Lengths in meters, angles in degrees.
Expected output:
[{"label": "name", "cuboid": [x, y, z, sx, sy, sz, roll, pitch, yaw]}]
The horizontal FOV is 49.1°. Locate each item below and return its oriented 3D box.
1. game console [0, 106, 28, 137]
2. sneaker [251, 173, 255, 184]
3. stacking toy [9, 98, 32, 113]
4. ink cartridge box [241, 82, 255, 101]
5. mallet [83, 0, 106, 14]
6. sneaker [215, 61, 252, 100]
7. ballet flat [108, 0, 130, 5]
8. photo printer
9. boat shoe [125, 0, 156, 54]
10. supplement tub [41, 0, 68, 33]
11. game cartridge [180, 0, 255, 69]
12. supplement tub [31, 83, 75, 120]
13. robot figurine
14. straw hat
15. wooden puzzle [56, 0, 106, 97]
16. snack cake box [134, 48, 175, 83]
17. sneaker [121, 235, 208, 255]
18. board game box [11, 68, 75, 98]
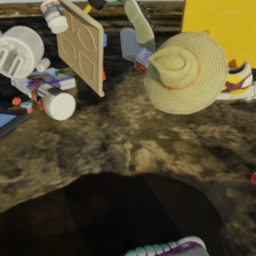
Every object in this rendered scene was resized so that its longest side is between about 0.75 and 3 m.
[{"label": "game console", "cuboid": [-5.316, -0.652, 10.016, 2.219, 1.538, 2.599, 5, 30, 16]}, {"label": "sneaker", "cuboid": [3.599, 1.515, 7.253, 0.699, 0.474, 1.211, -3, 15, 12]}, {"label": "stacking toy", "cuboid": [-4.615, -0.890, 11.688, 1.060, 0.448, 0.960, 15, 31, 27]}, {"label": "ink cartridge box", "cuboid": [5.725, -1.709, 12.990, 0.934, 0.685, 0.388, -16, 32, -26]}, {"label": "mallet", "cuboid": [-2.187, -4.765, 12.004, 2.721, 0.896, 0.560, -40, 28, 7]}, {"label": "sneaker", "cuboid": [2.402, -1.379, 8.474, 2.498, 1.125, 0.936, -10, 35, 6]}, {"label": "ballet flat", "cuboid": [-0.206, -3.342, 7.090, 0.334, 0.334, 0.961, -17, 22, -29]}, {"label": "photo printer", "cuboid": [0.190, -3.316, 11.247, 0.453, 1.304, 1.085, -19, -17, 42]}, {"label": "boat shoe", "cuboid": [0.556, -3.356, 9.325, 0.635, 1.916, 0.716, -25, -4, -41]}, {"label": "supplement tub", "cuboid": [-2.246, -3.405, 8.564, 0.590, 0.840, 0.590, -24, 0, 0]}, {"label": "game cartridge", "cuboid": [2.819, -2.776, 8.018, 2.634, 2.322, 0.427, 2, 47, 2]}, {"label": "supplement tub", "cuboid": [-3.105, -1.124, 11.349, 1.164, 1.164, 1.899, -22, 35, -36]}, {"label": "robot figurine", "cuboid": [-2.746, -1.924, 7.065, 1.557, 1.037, 1.836, 32, 26, -22]}, {"label": "straw hat", "cuboid": [1.176, -1.573, 7.161, 2.477, 2.477, 1.048, 25, 6, 38]}, {"label": "wooden puzzle", "cuboid": [-1.584, -2.914, 9.599, 0.693, 2.995, 2.774, -32, 59, -24]}, {"label": "snack cake box", "cuboid": [0.928, -1.837, 8.970, 1.450, 0.487, 0.834, 35, -4, 2]}, {"label": "sneaker", "cuboid": [0.576, 2.576, 4.799, 2.168, 0.807, 0.949, -10, 35, -20]}, {"label": "board game box", "cuboid": [-4.420, -2.397, 14.475, 2.434, 0.501, 2.428, -22, 35, -35]}]
